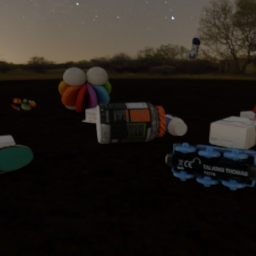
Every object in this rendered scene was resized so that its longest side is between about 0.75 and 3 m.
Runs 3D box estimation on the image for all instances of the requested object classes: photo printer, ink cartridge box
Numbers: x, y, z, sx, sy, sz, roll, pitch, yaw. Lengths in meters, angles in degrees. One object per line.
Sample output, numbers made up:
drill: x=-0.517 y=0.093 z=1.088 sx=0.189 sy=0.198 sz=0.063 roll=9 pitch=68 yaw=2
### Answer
photo printer: x=-4.111 y=0.549 z=8.542 sx=1.175 sy=0.408 sz=0.977 roll=-6 pitch=15 yaw=-27
ink cartridge box: x=-1.396 y=-0.637 z=13.393 sx=0.902 sy=0.532 sz=1.567 roll=8 pitch=15 yaw=30
ink cartridge box: x=3.777 y=0.139 z=9.605 sx=1.279 sy=0.723 sz=1.746 roll=12 pitch=18 yaw=42

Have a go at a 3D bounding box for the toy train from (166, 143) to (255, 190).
toy train: x=1.949 y=0.832 z=6.460 sx=2.078 sy=0.901 sz=1.187 roll=5 pitch=5 yaw=31

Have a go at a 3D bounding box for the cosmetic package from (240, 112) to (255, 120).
cosmetic package: x=5.209 y=-0.318 z=11.764 sx=0.643 sy=0.642 sz=0.779 roll=-4 pitch=14 yaw=-20

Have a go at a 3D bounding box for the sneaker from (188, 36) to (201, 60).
sneaker: x=2.526 y=-3.017 z=10.697 sx=0.337 sy=0.521 sz=0.960 roll=21 pitch=-19 yaw=17

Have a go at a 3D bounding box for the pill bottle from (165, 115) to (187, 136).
pill bottle: x=1.737 y=-0.079 z=10.673 sx=0.667 sy=0.667 sz=1.202 roll=-4 pitch=14 yaw=-16

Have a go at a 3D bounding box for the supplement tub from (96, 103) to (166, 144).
supplement tub: x=0.065 y=-0.171 z=9.552 sx=2.225 sy=1.363 sz=1.363 roll=-2 pitch=13 yaw=-10

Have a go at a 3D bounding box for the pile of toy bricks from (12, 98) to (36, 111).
pile of toy bricks: x=-5.943 y=-1.219 z=16.031 sx=1.296 sy=0.719 sz=0.640 roll=9 pitch=30 yaw=-50

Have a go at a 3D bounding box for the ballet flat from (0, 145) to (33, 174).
ballet flat: x=-3.335 y=0.846 z=6.830 sx=0.705 sy=0.685 sz=1.981 roll=6 pitch=18 yaw=36

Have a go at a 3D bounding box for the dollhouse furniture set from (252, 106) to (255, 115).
dollhouse furniture set: x=4.970 y=-0.313 z=8.942 sx=0.850 sy=1.124 sz=2.089 roll=-6 pitch=43 yaw=-32

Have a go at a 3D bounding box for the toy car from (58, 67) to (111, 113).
toy car: x=-2.308 y=-1.845 z=15.552 sx=2.932 sy=2.566 sz=2.199 roll=-5 pitch=49 yaw=-17
